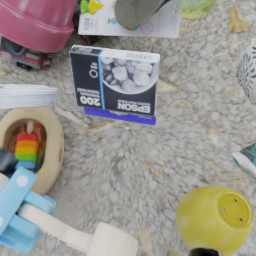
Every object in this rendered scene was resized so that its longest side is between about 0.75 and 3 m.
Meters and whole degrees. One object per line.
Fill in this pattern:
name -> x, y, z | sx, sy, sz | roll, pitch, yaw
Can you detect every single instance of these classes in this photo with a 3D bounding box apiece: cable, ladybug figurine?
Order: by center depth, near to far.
cable -> -2.248, -0.674, 5.981 | 1.418, 1.418, 0.491 | 1, 98, -4
ladybug figurine -> -2.677, 0.726, 7.655 | 1.923, 1.019, 2.833 | 5, 73, 1

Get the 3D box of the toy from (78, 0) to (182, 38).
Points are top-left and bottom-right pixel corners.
toy -> 0.071, -3.166, 7.586 | 2.700, 0.637, 1.554 | 6, 89, 9

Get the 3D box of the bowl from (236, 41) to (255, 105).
bowl -> 2.782, -0.767, 4.978 | 1.721, 1.721, 0.808 | 18, 58, 5

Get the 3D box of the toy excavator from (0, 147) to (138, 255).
toy excavator -> -1.602, 1.579, 4.864 | 2.902, 2.822, 1.450 | 35, 56, -17

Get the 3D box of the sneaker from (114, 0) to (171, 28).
sneaker -> 0.797, -3.149, 6.517 | 1.280, 2.409, 0.901 | -29, 95, -45

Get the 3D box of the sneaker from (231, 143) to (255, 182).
sneaker -> 2.748, 0.750, 5.650 | 0.707, 1.551, 0.602 | -38, 116, 5

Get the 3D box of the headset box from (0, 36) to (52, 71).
headset box -> -3.018, -2.729, 8.502 | 1.407, 0.730, 1.890 | 19, 108, 6

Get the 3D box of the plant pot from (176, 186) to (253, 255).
plant pot -> 1.881, 1.790, 5.696 | 1.510, 1.072, 1.510 | 7, 57, -11

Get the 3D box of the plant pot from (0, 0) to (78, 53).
plant pot -> -2.382, -3.814, 7.303 | 2.754, 2.754, 2.465 | 47, 118, 13

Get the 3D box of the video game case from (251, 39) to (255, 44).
video game case -> 4.382, -2.313, 9.066 | 0.841, 0.106, 1.175 | 10, 74, 3

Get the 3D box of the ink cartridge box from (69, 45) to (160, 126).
ink cartridge box -> -0.271, -0.786, 6.112 | 1.849, 1.867, 0.405 | 9, 43, 12

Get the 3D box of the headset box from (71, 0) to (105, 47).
headset box -> -1.187, -4.159, 9.135 | 2.003, 1.040, 2.692 | -40, 78, -11

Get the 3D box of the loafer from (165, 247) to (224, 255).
loafer -> 1.097, 1.797, 3.491 | 1.685, 0.640, 0.568 | 15, 70, -34
